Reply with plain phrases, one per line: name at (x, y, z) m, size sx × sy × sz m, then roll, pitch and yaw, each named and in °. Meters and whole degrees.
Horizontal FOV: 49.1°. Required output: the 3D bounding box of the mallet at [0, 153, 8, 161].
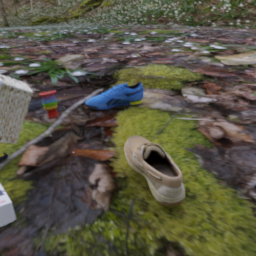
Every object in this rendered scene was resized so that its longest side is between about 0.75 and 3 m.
mallet at (-4.607, 1.283, 8.195) m, size 0.782 × 0.489 × 2.376 m, roll 4°, pitch 21°, yaw 17°

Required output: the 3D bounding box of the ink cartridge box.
ink cartridge box at (-3.459, 1.852, 6.753) m, size 0.990 × 0.576 × 1.367 m, roll -19°, pitch 32°, yaw -34°

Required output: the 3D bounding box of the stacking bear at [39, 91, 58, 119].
stacking bear at (-2.963, -0.841, 10.696) m, size 0.621 × 1.022 × 0.581 m, roll -12°, pitch 17°, yaw -4°

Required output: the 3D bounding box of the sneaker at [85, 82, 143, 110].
sneaker at (-0.644, -1.580, 13.196) m, size 2.896 × 1.135 × 0.955 m, roll -11°, pitch 30°, yaw -18°

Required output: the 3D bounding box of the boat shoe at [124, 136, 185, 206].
boat shoe at (0.687, 0.838, 7.611) m, size 1.018 × 0.921 × 2.856 m, roll -13°, pitch 31°, yaw -20°

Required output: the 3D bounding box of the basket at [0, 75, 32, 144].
basket at (-3.628, -0.555, 8.080) m, size 1.137 × 1.843 × 1.249 m, roll 13°, pitch 15°, yaw -35°
